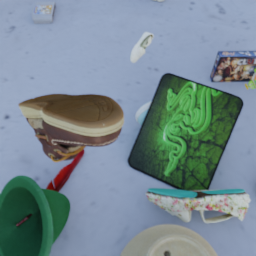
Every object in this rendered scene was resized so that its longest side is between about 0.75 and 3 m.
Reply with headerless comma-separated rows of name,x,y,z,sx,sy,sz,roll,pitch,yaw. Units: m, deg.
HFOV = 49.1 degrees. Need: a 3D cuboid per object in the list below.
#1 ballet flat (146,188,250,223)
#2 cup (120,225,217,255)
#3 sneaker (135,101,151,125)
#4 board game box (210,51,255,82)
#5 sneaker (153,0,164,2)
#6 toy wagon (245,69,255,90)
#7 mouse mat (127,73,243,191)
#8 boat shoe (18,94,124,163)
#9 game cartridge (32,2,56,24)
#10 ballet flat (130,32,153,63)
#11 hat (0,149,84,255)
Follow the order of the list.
ballet flat,1.729,1.943,6.961,2.584,0.977,0.826,0,86,5
cup,0.888,3.005,5.599,2.479,1.773,2.479,0,55,1
sneaker,1.651,-0.006,8.171,2.727,1.085,1.780,-7,53,-4
board game box,3.816,-2.085,9.585,1.732,1.173,0.300,-1,54,0
sneaker,0.731,-6.680,12.946,2.448,1.021,0.987,15,56,11
toy wagon,3.390,-1.187,6.996,0.897,0.696,0.177,-25,18,18
mouse mat,1.509,0.159,7.696,2.364,0.111,2.938,22,90,15
boat shoe,-0.950,0.039,4.439,0.987,0.984,2.735,-22,20,-36
game cartridge,-3.713,-5.078,12.282,0.937,0.292,1.407,0,54,-5
ballet flat,0.448,-2.559,8.851,0.398,0.398,1.147,26,77,17
hat,-1.714,2.132,7.071,2.173,2.309,2.623,28,103,34
